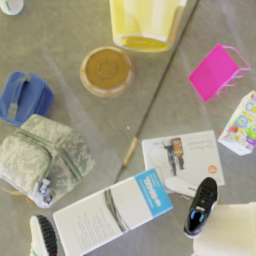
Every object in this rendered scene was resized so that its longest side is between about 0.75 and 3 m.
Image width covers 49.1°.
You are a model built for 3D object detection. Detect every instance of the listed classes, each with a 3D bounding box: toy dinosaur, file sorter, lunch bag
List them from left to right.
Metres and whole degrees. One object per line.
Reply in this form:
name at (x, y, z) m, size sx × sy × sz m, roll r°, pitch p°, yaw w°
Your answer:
lunch bag at (-2.973, -0.831, 8.155) m, size 1.122 × 1.093 × 1.652 m, roll 15°, pitch 79°, yaw 3°
toy dinosaur at (-2.867, 1.817, 8.018) m, size 1.266 × 0.382 × 0.672 m, roll -21°, pitch 65°, yaw -14°
lunch bag at (-2.165, 0.853, 7.073) m, size 2.148 × 1.496 × 1.801 m, roll 20°, pitch 58°, yaw 34°
file sorter at (2.611, -1.545, 7.995) m, size 0.844 × 1.346 × 0.935 m, roll -10°, pitch 61°, yaw -39°

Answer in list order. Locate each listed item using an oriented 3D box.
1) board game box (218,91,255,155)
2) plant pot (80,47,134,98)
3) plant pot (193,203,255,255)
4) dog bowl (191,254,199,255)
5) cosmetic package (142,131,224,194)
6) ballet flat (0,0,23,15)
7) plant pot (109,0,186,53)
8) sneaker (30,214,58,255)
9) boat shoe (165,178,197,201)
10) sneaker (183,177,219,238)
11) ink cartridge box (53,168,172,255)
board game box at (3.453, -0.124, 8.138) m, size 0.822 × 0.837 × 1.597 m, roll 33°, pitch 79°, yaw 7°
plant pot at (-0.662, -1.813, 8.814) m, size 1.727 × 0.237 × 1.727 m, roll 0°, pitch 77°, yaw 0°
plant pot at (2.461, 2.579, 6.854) m, size 1.624 × 1.774 × 1.774 m, roll 2°, pitch 77°, yaw 18°
dog bowl at (2.278, 4.397, 7.216) m, size 2.522 × 0.739 × 2.522 m, roll 0°, pitch 78°, yaw 0°
cosmetic package at (1.539, 1.007, 8.059) m, size 2.082 × 0.538 × 1.570 m, roll -8°, pitch 81°, yaw -2°
ballet flat at (-3.933, -5.134, 9.180) m, size 0.974 × 0.974 × 2.806 m, roll -7°, pitch 78°, yaw -2°
plant pot at (0.534, -3.663, 8.098) m, size 2.695 × 2.695 × 2.535 m, roll 7°, pitch 91°, yaw 1°
sneaker at (-2.387, 3.538, 7.347) m, size 1.112 × 0.837 × 2.379 m, roll -22°, pitch 77°, yaw 2°
boat shoe at (1.516, 1.704, 7.475) m, size 1.182 × 0.401 × 0.424 m, roll 17°, pitch 36°, yaw 2°
sneaker at (1.691, 1.740, 6.288) m, size 0.546 × 0.836 × 1.495 m, roll 20°, pitch 73°, yaw 18°
ink cartridge box at (-0.468, 2.057, 6.900) m, size 2.533 × 1.849 × 1.068 m, roll -21°, pitch 79°, yaw -18°
